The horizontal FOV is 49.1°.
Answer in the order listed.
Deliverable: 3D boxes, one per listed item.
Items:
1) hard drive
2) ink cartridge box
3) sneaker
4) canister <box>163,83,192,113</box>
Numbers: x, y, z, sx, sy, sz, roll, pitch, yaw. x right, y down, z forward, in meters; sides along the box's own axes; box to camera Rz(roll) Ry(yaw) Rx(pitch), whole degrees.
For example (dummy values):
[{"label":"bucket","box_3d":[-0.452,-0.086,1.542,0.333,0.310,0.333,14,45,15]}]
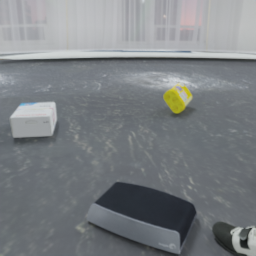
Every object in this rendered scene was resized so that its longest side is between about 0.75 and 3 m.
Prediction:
[{"label":"hard drive","box_3d":[0.334,1.958,6.587,2.283,0.483,1.540,11,23,26]},{"label":"ink cartridge box","box_3d":[-4.021,-0.386,12.142,1.563,0.915,2.163,-3,20,-7]},{"label":"sneaker","box_3d":[2.521,2.207,5.533,0.677,0.809,1.828,-18,26,-36]},{"label":"canister","box_3d":[2.662,-1.618,14.748,0.728,1.250,1.683,-34,4,37]}]
